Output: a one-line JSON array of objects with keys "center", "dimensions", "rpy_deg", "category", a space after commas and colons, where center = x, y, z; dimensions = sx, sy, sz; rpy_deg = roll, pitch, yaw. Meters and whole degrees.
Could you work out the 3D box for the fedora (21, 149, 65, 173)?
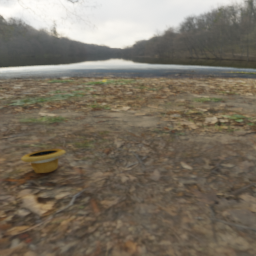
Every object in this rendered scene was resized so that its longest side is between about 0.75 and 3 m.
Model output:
[{"center": [-3.278, 1.327, 11.017], "dimensions": [1.807, 0.737, 1.807], "rpy_deg": [-7, 6, 1], "category": "fedora"}]
